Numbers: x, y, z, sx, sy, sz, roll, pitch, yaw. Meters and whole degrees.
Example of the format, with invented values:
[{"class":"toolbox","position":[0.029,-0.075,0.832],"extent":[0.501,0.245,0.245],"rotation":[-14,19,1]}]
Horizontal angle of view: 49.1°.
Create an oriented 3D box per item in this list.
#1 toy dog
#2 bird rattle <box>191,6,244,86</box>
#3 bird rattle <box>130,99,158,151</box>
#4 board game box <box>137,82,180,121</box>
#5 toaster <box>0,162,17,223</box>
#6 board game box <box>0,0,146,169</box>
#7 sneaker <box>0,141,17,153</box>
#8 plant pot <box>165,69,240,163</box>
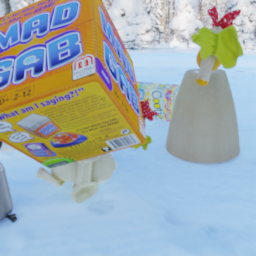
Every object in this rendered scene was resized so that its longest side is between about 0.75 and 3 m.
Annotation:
[{"class":"toy dog","position":[-1.516,0.795,7.576],"extent":[2.093,1.460,2.029],"rotation":[13,19,36]},{"class":"bird rattle","position":[2.143,-2.124,7.361],"extent":[1.246,1.803,2.212],"rotation":[13,38,3]},{"class":"bird rattle","position":[0.133,-0.081,6.729],"extent":[0.998,1.225,0.690],"rotation":[-1,-15,28]},{"class":"board game box","position":[1.064,-1.297,13.217],"extent":[2.781,1.458,1.432],"rotation":[7,22,21]},{"class":"toaster","position":[-3.410,1.383,6.074],"extent":[2.014,1.301,1.145],"rotation":[7,22,18]},{"class":"board game box","position":[-1.217,-0.880,5.616],"extent":[2.342,2.340,2.340],"rotation":[-16,59,14]},{"class":"sneaker","position":[-3.959,0.199,10.007],"extent":[1.202,1.114,2.966],"rotation":[10,14,-27]},{"class":"plant pot","position":[2.478,-0.559,9.308],"extent":[2.495,2.664,2.495],"rotation":[-3,18,1]}]
